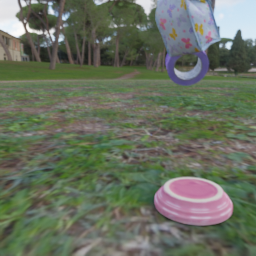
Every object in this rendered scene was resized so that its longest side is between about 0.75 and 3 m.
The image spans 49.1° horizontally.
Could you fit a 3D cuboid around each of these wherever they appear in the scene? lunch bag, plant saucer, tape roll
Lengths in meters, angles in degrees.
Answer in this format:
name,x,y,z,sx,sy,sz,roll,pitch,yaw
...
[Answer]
name,x,y,z,sx,sy,sz,roll,pitch,yaw
lunch bag,1.239,-2.291,6.006,0.817,1.285,1.090,-37,22,-24
plant saucer,1.046,1.121,4.556,1.239,0.314,1.239,-1,12,0
tape roll,2.201,-2.415,10.560,1.534,1.534,0.652,0,37,1
